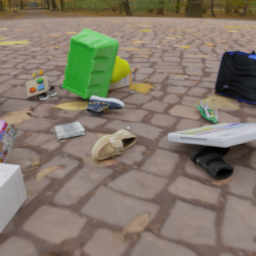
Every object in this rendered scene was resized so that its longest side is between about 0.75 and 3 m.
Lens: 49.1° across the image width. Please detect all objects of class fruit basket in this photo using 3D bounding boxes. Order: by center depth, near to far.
[{"bbox_3d":[-1.330,-2.810,12.842,2.238,3.102,3.102,26,35,18],"label":"fruit basket"}]

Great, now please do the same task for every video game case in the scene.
[{"bbox_3d":[3.070,0.175,8.853,2.724,0.300,2.479,-10,6,-28],"label":"video game case"}]

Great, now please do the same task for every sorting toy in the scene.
[{"bbox_3d":[-4.417,-2.177,13.418,1.130,0.203,1.516,-21,55,0],"label":"sorting toy"}]

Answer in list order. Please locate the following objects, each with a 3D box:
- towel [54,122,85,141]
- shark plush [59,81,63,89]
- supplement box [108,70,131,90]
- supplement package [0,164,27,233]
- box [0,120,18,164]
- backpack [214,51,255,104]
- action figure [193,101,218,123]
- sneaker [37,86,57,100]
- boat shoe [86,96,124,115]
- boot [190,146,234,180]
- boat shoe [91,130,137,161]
[{"bbox_3d":[-2.169,0.090,10.350,1.000,0.179,1.039,-11,30,-20],"label":"towel"},{"bbox_3d":[-2.845,-2.533,15.025,1.835,0.833,0.764,-23,66,-45],"label":"shark plush"},{"bbox_3d":[-1.211,-2.624,14.826,2.380,0.875,1.500,-18,32,-30],"label":"supplement box"},{"bbox_3d":[-3.242,1.695,6.304,1.049,1.036,1.729,4,28,8],"label":"supplement package"},{"bbox_3d":[-3.763,0.478,8.267,0.235,0.821,1.201,11,68,10],"label":"box"},{"bbox_3d":[5.844,-2.416,13.024,2.273,2.201,2.709,-14,30,-30],"label":"backpack"},{"bbox_3d":[3.314,-0.618,11.450,0.899,0.416,1.523,12,30,-15],"label":"action figure"},{"bbox_3d":[-3.952,-1.712,13.498,0.462,0.497,1.150,12,30,25],"label":"sneaker"},{"bbox_3d":[-0.963,-0.827,11.637,1.551,0.549,0.704,10,60,18],"label":"boat shoe"},{"bbox_3d":[2.730,0.940,8.265,1.513,0.569,1.131,-21,29,-23],"label":"boot"},{"bbox_3d":[-0.418,0.551,8.936,0.597,0.659,1.849,19,32,31],"label":"boat shoe"}]
